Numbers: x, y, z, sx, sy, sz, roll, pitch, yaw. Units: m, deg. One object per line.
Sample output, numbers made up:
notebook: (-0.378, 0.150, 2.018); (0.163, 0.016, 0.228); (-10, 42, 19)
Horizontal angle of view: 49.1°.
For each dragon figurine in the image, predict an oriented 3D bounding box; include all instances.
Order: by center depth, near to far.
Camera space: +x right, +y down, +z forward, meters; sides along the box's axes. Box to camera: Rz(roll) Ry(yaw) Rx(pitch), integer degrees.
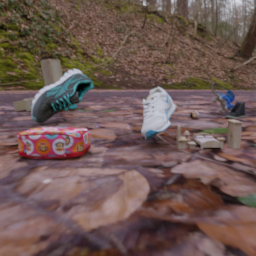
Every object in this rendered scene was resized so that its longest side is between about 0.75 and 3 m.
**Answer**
dragon figurine: (4.485, -1.332, 12.953); (1.036, 2.084, 0.613); (-41, 10, -31)

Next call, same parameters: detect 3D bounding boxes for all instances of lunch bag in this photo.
lunch bag: (-1.541, 0.263, 6.072); (1.407, 0.576, 1.239); (1, 10, 6)

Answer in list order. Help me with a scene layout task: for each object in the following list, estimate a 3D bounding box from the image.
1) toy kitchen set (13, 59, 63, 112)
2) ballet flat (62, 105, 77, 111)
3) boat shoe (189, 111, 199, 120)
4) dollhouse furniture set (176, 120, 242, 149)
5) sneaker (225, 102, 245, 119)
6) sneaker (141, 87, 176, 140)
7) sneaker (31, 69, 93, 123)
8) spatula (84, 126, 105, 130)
toy kitchen set: (-4.422, -2.155, 14.651); (2.523, 2.276, 2.058); (-7, 8, 18)
ballet flat: (-3.180, -1.038, 14.649); (1.053, 0.372, 0.372); (-8, 13, -35)
boat shoe: (2.694, -0.544, 11.646); (0.317, 0.334, 0.883); (-2, 8, -2)
dollhouse furniture set: (1.854, 0.127, 6.731); (1.433, 0.634, 0.743); (-1, 10, -2)
sneaker: (4.482, -0.751, 11.763); (1.276, 0.678, 0.477); (-8, 13, -41)
sneaker: (0.642, -0.376, 6.981); (0.729, 0.770, 1.906); (-28, 17, 27)
sneaker: (-2.318, -1.128, 10.114); (1.211, 1.030, 2.655); (23, 62, 35)
spatula: (-1.106, -0.007, 9.146); (0.247, 0.090, 0.876); (8, 12, 40)
